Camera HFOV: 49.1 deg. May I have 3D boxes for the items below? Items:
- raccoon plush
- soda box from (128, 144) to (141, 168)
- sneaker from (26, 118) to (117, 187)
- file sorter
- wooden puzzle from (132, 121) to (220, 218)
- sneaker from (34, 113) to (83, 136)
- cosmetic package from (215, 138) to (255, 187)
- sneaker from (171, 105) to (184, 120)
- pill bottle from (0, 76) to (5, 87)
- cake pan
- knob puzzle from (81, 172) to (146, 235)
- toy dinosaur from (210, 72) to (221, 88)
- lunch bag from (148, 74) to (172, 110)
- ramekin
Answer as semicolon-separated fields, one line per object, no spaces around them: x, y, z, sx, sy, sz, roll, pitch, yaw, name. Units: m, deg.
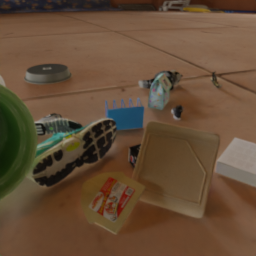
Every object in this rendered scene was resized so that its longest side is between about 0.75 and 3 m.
1.496;-2.237;12.549;1.809;0.875;1.212;10;21;18;raccoon plush
0.727;0.630;7.352;1.416;0.501;0.448;-14;36;-24;soda box
-1.446;0.376;7.200;1.136;1.105;2.852;25;37;38;sneaker
-0.147;-0.470;9.021;1.156;0.802;0.709;-6;39;-10;file sorter
0.973;0.835;5.975;1.619;1.750;0.326;12;-7;20;wooden puzzle
-2.114;-0.179;8.803;1.623;0.609;0.937;3;28;8;sneaker
3.014;0.838;7.113;1.101;0.377;1.460;17;32;32;cosmetic package
1.741;-0.624;9.761;0.298;0.449;0.790;15;29;-7;sneaker
-5.677;-1.049;9.352;2.746;1.540;1.540;-5;28;1;pill bottle
-3.953;-2.709;13.795;2.301;0.422;2.301;0;28;0;cake pan
-0.434;1.451;5.840;1.377;0.191;1.377;-7;51;9;knob puzzle
3.910;-2.224;12.723;0.302;0.560;1.271;-12;29;5;toy dinosaur
1.192;-1.399;10.489;0.708;1.161;0.989;12;28;18;lunch bag
-3.349;0.232;5.621;2.668;2.668;1.303;-19;24;-32;ramekin
